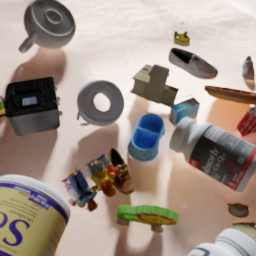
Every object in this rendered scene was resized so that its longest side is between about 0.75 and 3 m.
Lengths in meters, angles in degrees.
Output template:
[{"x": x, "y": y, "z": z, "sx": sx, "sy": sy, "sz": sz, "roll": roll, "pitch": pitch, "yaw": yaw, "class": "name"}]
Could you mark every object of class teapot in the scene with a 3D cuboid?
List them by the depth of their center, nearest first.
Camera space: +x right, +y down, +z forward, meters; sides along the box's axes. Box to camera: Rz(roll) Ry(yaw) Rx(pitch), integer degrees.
[{"x": -3.774, "y": -4.553, "z": 12.995, "sx": 2.520, "sy": 1.840, "sz": 2.487, "roll": 2, "pitch": 70, "yaw": -35, "class": "teapot"}]

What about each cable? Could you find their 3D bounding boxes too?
[{"x": -0.954, "y": -0.881, "z": 9.799, "sx": 1.680, "sy": 0.582, "sz": 1.681, "roll": 0, "pitch": 84, "yaw": -20, "class": "cable"}]

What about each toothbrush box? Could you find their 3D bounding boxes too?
[{"x": 1.992, "y": -0.563, "z": 9.950, "sx": 1.013, "sy": 0.742, "sz": 0.432, "roll": -21, "pitch": 50, "yaw": -18, "class": "toothbrush box"}]

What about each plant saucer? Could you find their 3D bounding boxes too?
[{"x": 3.886, "y": -1.172, "z": 10.121, "sx": 2.300, "sy": 0.371, "sz": 2.300, "roll": 9, "pitch": 13, "yaw": -2, "class": "plant saucer"}]

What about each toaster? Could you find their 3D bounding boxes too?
[{"x": -3.382, "y": -0.786, "z": 9.854, "sx": 2.002, "sy": 1.188, "sz": 1.810, "roll": -12, "pitch": 48, "yaw": -11, "class": "toaster"}]

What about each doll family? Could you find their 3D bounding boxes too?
[{"x": -0.926, "y": 1.460, "z": 6.935, "sx": 1.721, "sy": 0.776, "sz": 1.068, "roll": -33, "pitch": 83, "yaw": 8, "class": "doll family"}]

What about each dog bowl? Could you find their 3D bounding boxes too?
[{"x": 0.642, "y": 0.238, "z": 9.337, "sx": 1.053, "sy": 0.468, "sz": 1.889, "roll": 16, "pitch": 49, "yaw": 10, "class": "dog bowl"}]

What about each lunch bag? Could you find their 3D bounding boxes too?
[{"x": 4.144, "y": -0.266, "z": 9.289, "sx": 1.093, "sy": 1.241, "sz": 0.509, "roll": -16, "pitch": 56, "yaw": -21, "class": "lunch bag"}]

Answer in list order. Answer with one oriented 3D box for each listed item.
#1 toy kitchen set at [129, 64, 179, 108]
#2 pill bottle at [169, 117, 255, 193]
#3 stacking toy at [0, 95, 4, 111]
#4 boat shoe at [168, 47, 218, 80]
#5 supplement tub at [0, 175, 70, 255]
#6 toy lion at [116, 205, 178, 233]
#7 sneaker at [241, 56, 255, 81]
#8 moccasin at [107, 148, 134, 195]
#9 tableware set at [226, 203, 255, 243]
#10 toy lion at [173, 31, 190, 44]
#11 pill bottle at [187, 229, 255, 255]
[{"x": 1.215, "y": -1.938, "z": 10.626, "sx": 1.748, "sy": 1.426, "sz": 1.577, "roll": 22, "pitch": 37, "yaw": 12, "class": "toy kitchen set"}, {"x": 2.535, "y": 0.717, "z": 8.298, "sx": 2.433, "sy": 1.409, "sz": 1.409, "roll": 30, "pitch": 54, "yaw": 26, "class": "pill bottle"}, {"x": -4.816, "y": -0.891, "z": 10.363, "sx": 0.868, "sy": 0.821, "sz": 1.495, "roll": 34, "pitch": 44, "yaw": 31, "class": "stacking toy"}, {"x": 2.422, "y": -2.418, "z": 10.482, "sx": 2.023, "sy": 0.661, "sz": 0.744, "roll": 22, "pitch": 75, "yaw": 12, "class": "boat shoe"}, {"x": -2.679, "y": 2.696, "z": 6.004, "sx": 2.072, "sy": 2.072, "sz": 2.850, "roll": 11, "pitch": 47, "yaw": 10, "class": "supplement tub"}, {"x": 0.453, "y": 2.152, "z": 6.873, "sx": 1.458, "sy": 1.397, "sz": 0.500, "roll": 10, "pitch": 61, "yaw": 3, "class": "toy lion"}, {"x": 5.144, "y": -2.531, "z": 11.941, "sx": 0.497, "sy": 0.523, "sz": 1.300, "roll": 5, "pitch": 49, "yaw": 2, "class": "sneaker"}, {"x": -0.225, "y": 1.254, "z": 8.269, "sx": 0.588, "sy": 0.620, "sz": 1.607, "roll": -7, "pitch": 44, "yaw": -14, "class": "moccasin"}, {"x": 3.223, "y": 2.333, "z": 6.966, "sx": 1.359, "sy": 0.189, "sz": 1.627, "roll": 2, "pitch": 29, "yaw": 13, "class": "tableware set"}, {"x": 2.681, "y": -4.484, "z": 13.968, "sx": 0.813, "sy": 0.279, "sz": 0.780, "roll": 3, "pitch": 55, "yaw": 3, "class": "toy lion"}, {"x": 1.579, "y": 3.405, "z": 5.672, "sx": 2.723, "sy": 1.578, "sz": 1.578, "roll": -30, "pitch": 54, "yaw": -24, "class": "pill bottle"}]
